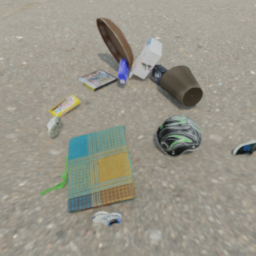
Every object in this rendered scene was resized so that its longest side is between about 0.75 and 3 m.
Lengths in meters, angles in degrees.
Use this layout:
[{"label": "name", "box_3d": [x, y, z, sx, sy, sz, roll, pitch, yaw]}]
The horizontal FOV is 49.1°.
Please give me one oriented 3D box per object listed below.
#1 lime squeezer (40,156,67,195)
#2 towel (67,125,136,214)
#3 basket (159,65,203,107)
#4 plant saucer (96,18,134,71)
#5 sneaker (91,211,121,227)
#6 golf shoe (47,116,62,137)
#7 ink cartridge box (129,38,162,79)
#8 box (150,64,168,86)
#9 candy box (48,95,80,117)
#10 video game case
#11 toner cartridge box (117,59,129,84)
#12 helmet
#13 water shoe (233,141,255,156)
[{"label": "lime squeezer", "box_3d": [-2.169, 1.605, 8.892, 0.507, 0.271, 1.436, 35, 86, -6]}, {"label": "towel", "box_3d": [-0.910, 1.194, 8.825, 2.066, 0.306, 2.817, -14, 47, 4]}, {"label": "basket", "box_3d": [2.443, -1.799, 12.327, 1.580, 1.192, 1.753, -26, 41, -2]}, {"label": "plant saucer", "box_3d": [-0.567, -4.199, 13.881, 0.507, 2.945, 2.945, -36, 47, -6]}, {"label": "sneaker", "box_3d": [-0.595, 2.561, 7.811, 0.846, 0.326, 0.361, -2, 26, -7]}, {"label": "golf shoe", "box_3d": [-2.923, -0.016, 10.756, 0.503, 0.405, 1.035, -9, 38, 18]}, {"label": "ink cartridge box", "box_3d": [0.855, -3.270, 13.849, 0.683, 2.012, 1.158, 26, 46, -15]}, {"label": "box", "box_3d": [1.551, -2.624, 13.847, 0.460, 0.784, 0.771, -12, 39, -29]}, {"label": "candy box", "box_3d": [-2.738, -0.925, 12.067, 1.267, 0.167, 0.648, -39, 53, -18]}, {"label": "video game case", "box_3d": [-1.535, -2.424, 14.118, 1.530, 0.195, 1.382, -31, 48, -32]}, {"label": "toner cartridge box", "box_3d": [-0.227, -2.702, 13.400, 0.259, 0.570, 1.199, -5, 46, 16]}, {"label": "helmet", "box_3d": [1.834, 0.234, 9.859, 1.424, 1.358, 1.424, 28, 45, -32]}, {"label": "water shoe", "box_3d": [4.258, 0.779, 9.990, 1.031, 0.369, 0.407, -23, 45, -9]}]
